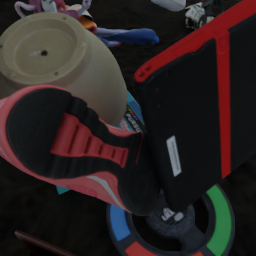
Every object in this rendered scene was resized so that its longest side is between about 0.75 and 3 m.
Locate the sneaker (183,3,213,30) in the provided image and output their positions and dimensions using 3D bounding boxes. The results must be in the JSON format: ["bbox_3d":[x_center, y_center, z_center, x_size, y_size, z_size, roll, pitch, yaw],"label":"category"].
[{"bbox_3d":[2.997,-4.486,11.992,1.192,1.029,2.719,-6,40,11],"label":"sneaker"}]

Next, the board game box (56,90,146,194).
[{"bbox_3d":[-0.880,0.192,7.721,2.962,0.695,2.236,-21,51,-18],"label":"board game box"}]

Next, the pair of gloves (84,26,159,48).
[{"bbox_3d":[-0.546,-2.114,6.461,1.990,0.282,2.475,-8,13,-43],"label":"pair of gloves"}]

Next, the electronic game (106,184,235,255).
[{"bbox_3d":[0.916,1.887,6.229,2.809,0.585,2.809,0,47,0],"label":"electronic game"}]

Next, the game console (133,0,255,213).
[{"bbox_3d":[1.290,-0.212,4.017,2.404,2.719,0.422,-33,43,-15],"label":"game console"}]

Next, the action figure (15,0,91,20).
[{"bbox_3d":[-2.424,-3.768,7.967,2.210,1.988,2.967,-34,37,3],"label":"action figure"}]

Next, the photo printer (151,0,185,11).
[{"bbox_3d":[1.010,-3.518,6.976,0.430,1.030,1.239,-5,1,40],"label":"photo printer"}]

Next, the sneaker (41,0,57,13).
[{"bbox_3d":[-1.776,-2.970,6.295,0.315,0.790,0.514,-12,37,28],"label":"sneaker"}]

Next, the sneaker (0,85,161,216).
[{"bbox_3d":[-0.554,0.346,3.794,1.291,2.977,1.097,4,67,40],"label":"sneaker"}]

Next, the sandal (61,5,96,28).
[{"bbox_3d":[-2.479,-5.149,12.569,1.071,0.801,2.796,-28,53,-24],"label":"sandal"}]

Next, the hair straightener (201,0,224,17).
[{"bbox_3d":[2.056,-3.547,6.677,0.904,0.481,2.348,0,76,-30],"label":"hair straightener"}]

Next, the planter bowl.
[{"bbox_3d":[-1.195,-0.845,4.625,2.270,1.528,2.270,-2,65,3],"label":"planter bowl"}]

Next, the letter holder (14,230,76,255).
[{"bbox_3d":[-1.331,2.743,4.931,1.879,1.335,0.945,17,50,14],"label":"letter holder"}]
